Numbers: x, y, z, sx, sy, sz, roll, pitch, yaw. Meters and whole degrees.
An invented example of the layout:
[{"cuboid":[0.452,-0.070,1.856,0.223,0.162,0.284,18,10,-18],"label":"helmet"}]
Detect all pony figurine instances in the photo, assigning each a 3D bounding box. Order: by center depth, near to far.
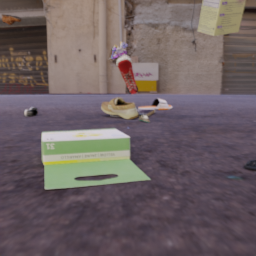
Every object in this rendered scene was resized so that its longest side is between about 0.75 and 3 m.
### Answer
[{"cuboid":[-0.359,-3.445,12.719,0.944,0.978,0.814,1,-33,29],"label":"pony figurine"}]

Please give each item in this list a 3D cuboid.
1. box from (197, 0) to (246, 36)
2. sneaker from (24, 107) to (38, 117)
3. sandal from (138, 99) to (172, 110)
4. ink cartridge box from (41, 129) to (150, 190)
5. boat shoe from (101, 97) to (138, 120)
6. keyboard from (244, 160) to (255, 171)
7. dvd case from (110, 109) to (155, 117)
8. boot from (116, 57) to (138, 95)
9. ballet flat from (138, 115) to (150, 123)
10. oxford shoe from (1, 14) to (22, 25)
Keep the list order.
[{"cuboid":[2.741,-3.454,8.119,1.176,1.337,0.646,-19,38,-31],"label":"box"},{"cuboid":[-4.922,-0.816,14.600,0.555,0.408,1.227,4,13,5],"label":"sneaker"},{"cuboid":[1.808,-1.528,18.066,2.499,0.716,0.957,-5,10,-30],"label":"sandal"},{"cuboid":[-0.799,0.481,5.612,1.797,0.592,2.470,-2,7,-17],"label":"ink cartridge box"},{"cuboid":[-0.449,-1.076,13.717,2.437,0.809,0.902,17,32,42],"label":"boat shoe"},{"cuboid":[2.932,0.688,5.206,1.341,0.266,0.698,8,12,36],"label":"keyboard"},{"cuboid":[0.318,-0.793,14.971,1.892,0.203,2.545,1,10,15],"label":"dvd case"},{"cuboid":[0.031,-1.934,10.745,0.567,1.130,1.567,-18,-21,7],"label":"boot"},{"cuboid":[0.693,-0.419,12.239,0.266,0.295,0.785,2,7,-26],"label":"ballet flat"},{"cuboid":[-4.451,-4.124,10.749,1.025,0.365,0.366,18,21,30],"label":"oxford shoe"}]
